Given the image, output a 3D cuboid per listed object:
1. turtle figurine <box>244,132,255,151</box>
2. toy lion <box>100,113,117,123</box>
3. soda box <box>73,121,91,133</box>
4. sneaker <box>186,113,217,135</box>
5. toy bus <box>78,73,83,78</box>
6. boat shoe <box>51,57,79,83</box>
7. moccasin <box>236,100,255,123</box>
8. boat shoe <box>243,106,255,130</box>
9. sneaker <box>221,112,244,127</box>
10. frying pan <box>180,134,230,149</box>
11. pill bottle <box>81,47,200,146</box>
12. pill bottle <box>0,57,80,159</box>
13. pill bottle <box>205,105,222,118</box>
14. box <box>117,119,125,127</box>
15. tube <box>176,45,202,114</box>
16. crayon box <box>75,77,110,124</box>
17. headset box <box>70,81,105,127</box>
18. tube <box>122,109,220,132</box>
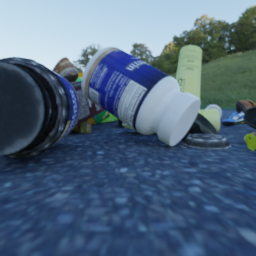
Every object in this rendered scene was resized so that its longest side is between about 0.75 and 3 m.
[{"bbox_3d":[2.854,0.152,5.313,1.536,0.495,1.239,5,7,44],"label":"turtle figurine"},{"bbox_3d":[-1.564,-0.646,12.970,2.591,0.890,2.484,-1,14,9],"label":"toy lion"},{"bbox_3d":[-1.438,-0.065,8.483,0.328,0.347,1.026,-3,6,-26],"label":"soda box"},{"bbox_3d":[1.390,-0.019,6.870,1.483,0.850,0.567,25,33,-5],"label":"sneaker"},{"bbox_3d":[-2.309,-1.739,13.128,0.650,1.660,0.540,6,10,18],"label":"toy bus"},{"bbox_3d":[-2.622,-1.768,10.500,0.899,0.852,2.373,-11,-16,-45],"label":"boat shoe"},{"bbox_3d":[5.304,-0.676,12.139,1.111,1.053,2.878,-7,-7,23],"label":"moccasin"},{"bbox_3d":[3.917,-0.319,7.357,0.856,0.909,2.532,13,1,-19],"label":"boat shoe"},{"bbox_3d":[3.780,-0.320,10.093,0.993,0.408,0.367,-10,-25,-11],"label":"sneaker"},{"bbox_3d":[1.581,0.239,6.029,0.942,0.254,1.558,0,9,-4],"label":"frying pan"},{"bbox_3d":[0.244,-0.656,5.798,2.256,1.306,1.306,34,20,22],"label":"pill bottle"},{"bbox_3d":[-1.618,-0.317,4.515,1.463,1.463,2.616,0,5,-4],"label":"pill bottle"},{"bbox_3d":[3.789,-0.667,12.520,0.746,0.746,1.288,2,7,17],"label":"pill bottle"},{"bbox_3d":[1.171,-0.597,10.422,2.830,0.651,2.250,1,17,9],"label":"box"},{"bbox_3d":[1.588,-1.036,7.488,0.615,2.368,0.687,22,-19,-39],"label":"tube"},{"bbox_3d":[-1.943,-1.218,11.482,0.755,1.540,2.593,-32,31,-30],"label":"crayon box"},{"bbox_3d":[-1.760,-0.806,8.593,2.015,1.045,2.707,-4,18,29],"label":"headset box"},{"bbox_3d":[1.168,-0.134,7.814,2.627,0.762,0.682,-4,44,5],"label":"tube"}]
